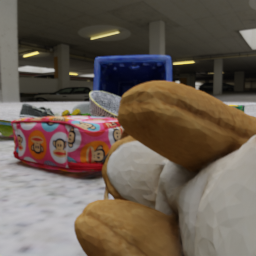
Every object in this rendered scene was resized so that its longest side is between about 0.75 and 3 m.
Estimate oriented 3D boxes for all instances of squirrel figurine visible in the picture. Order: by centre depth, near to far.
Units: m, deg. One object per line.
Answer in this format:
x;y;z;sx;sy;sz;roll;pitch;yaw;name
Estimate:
0.995;0.648;1.996;2.713;1.920;2.532;13;-7;-15;squirrel figurine

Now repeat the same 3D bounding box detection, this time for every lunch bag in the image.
-1.050;0.215;6.422;2.643;1.083;2.328;5;9;34;lunch bag

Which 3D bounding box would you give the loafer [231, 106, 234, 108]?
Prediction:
4.379;-0.715;14.581;2.647;0.893;1.006;-2;7;-13;loafer

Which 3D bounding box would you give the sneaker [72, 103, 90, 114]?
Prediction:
-1.113;-0.550;13.315;2.998;1.108;1.228;7;-3;-3;sneaker

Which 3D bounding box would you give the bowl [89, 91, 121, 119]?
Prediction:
-0.514;-0.362;9.635;2.106;0.988;2.106;22;21;-9;bowl

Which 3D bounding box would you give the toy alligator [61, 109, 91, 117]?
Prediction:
-2.104;-0.363;12.211;2.414;0.800;0.580;0;48;32;toy alligator

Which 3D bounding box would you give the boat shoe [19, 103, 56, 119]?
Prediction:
-3.373;-0.449;11.429;0.914;0.823;2.585;3;-5;18;boat shoe

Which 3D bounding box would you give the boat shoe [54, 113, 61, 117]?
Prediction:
-4.274;-0.471;15.066;1.292;0.464;0.437;-13;-24;-35;boat shoe

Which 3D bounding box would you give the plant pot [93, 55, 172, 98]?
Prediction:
0.231;-1.208;11.299;2.876;2.876;2.586;0;1;5;plant pot

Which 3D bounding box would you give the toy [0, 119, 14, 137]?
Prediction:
-4.174;-0.004;9.675;2.585;0.610;1.489;11;-2;4;toy

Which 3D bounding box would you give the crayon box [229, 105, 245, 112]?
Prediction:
5.417;-1.003;17.076;2.835;0.826;1.684;5;9;34;crayon box
